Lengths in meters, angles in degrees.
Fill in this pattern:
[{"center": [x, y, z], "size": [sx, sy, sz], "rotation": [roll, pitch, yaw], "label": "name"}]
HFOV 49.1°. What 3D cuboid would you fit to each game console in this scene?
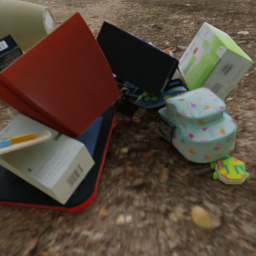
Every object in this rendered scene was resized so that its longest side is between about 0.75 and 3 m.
[{"center": [-1.773, 0.430, 6.508], "size": [2.648, 0.465, 2.994], "rotation": [5, 49, 8], "label": "game console"}]

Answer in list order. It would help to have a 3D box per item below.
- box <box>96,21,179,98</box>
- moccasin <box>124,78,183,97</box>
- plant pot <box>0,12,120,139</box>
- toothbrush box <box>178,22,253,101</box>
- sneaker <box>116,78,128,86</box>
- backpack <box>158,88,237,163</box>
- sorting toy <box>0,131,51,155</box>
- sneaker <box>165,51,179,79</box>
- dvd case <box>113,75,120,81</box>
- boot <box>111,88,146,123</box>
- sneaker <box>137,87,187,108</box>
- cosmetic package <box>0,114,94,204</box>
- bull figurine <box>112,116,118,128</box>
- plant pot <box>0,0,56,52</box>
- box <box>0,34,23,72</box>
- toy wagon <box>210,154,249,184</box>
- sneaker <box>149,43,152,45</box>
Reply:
[{"center": [0.306, -1.741, 7.358], "size": [1.856, 1.037, 2.629], "rotation": [27, 15, 5], "label": "box"}, {"center": [0.823, -1.430, 9.156], "size": [1.943, 0.663, 0.782], "rotation": [1, 37, 5], "label": "moccasin"}, {"center": [-1.338, -0.807, 5.844], "size": [1.944, 1.715, 1.946], "rotation": [-46, 15, -19], "label": "plant pot"}, {"center": [2.638, -2.066, 8.963], "size": [1.008, 1.704, 2.341], "rotation": [21, 34, -17], "label": "toothbrush box"}, {"center": [0.068, -1.665, 9.688], "size": [1.354, 0.526, 0.584], "rotation": [3, 43, 19], "label": "sneaker"}, {"center": [1.741, -0.068, 6.871], "size": [1.561, 1.361, 1.776], "rotation": [-18, 47, -17], "label": "backpack"}, {"center": [-2.456, 0.344, 4.720], "size": [1.903, 0.280, 1.407], "rotation": [-8, 10, 25], "label": "sorting toy"}, {"center": [1.458, -1.997, 9.554], "size": [0.576, 1.252, 0.474], "rotation": [-15, 20, -37], "label": "sneaker"}, {"center": [-0.755, -2.437, 10.245], "size": [1.975, 0.212, 2.656], "rotation": [-35, 42, -25], "label": "dvd case"}, {"center": [0.052, -0.675, 8.238], "size": [0.998, 0.485, 1.326], "rotation": [28, 27, 5], "label": "boot"}, {"center": [1.052, -0.839, 8.572], "size": [1.541, 0.639, 0.546], "rotation": [-9, 68, 11], "label": "sneaker"}, {"center": [-1.758, 0.562, 5.589], "size": [1.878, 0.762, 1.060], "rotation": [21, 61, 25], "label": "cosmetic package"}, {"center": [-1.011, -0.242, 7.807], "size": [1.446, 0.471, 0.878], "rotation": [3, 34, -2], "label": "bull figurine"}, {"center": [-4.112, -3.915, 10.713], "size": [2.377, 2.226, 2.226], "rotation": [-3, 37, 10], "label": "plant pot"}, {"center": [-3.721, -1.989, 8.840], "size": [1.051, 1.417, 0.758], "rotation": [-34, 60, -11], "label": "box"}, {"center": [2.344, 0.905, 6.569], "size": [0.776, 0.198, 1.000], "rotation": [1, 38, 1], "label": "toy wagon"}, {"center": [0.816, -2.420, 10.581], "size": [0.867, 0.816, 2.117], "rotation": [-27, 38, 9], "label": "sneaker"}]
